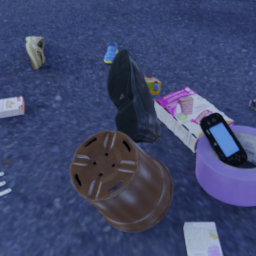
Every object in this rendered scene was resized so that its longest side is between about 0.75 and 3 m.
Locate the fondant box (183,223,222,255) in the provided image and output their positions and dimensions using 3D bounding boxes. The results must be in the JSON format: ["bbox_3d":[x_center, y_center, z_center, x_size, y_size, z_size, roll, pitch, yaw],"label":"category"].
[{"bbox_3d":[1.736,2.729,6.511,0.731,0.295,1.013,0,45,0],"label":"fondant box"}]

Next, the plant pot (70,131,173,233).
[{"bbox_3d":[-0.164,1.160,6.388,2.024,2.004,2.024,-10,58,17],"label":"plant pot"}]

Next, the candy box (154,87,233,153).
[{"bbox_3d":[2.123,-0.363,9.451,1.545,0.691,2.265,-24,49,-21],"label":"candy box"}]

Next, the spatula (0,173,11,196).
[{"bbox_3d":[-4.033,1.747,7.681,1.404,0.113,0.977,-24,48,-23],"label":"spatula"}]

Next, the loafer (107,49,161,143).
[{"bbox_3d":[0.150,-0.839,7.542,1.030,1.037,2.849,15,57,-39],"label":"loafer"}]

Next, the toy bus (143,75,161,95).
[{"bbox_3d":[0.488,-1.302,8.926,1.094,0.565,1.032,17,27,16],"label":"toy bus"}]

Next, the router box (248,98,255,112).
[{"bbox_3d":[5.180,-0.800,10.204,1.170,0.305,0.920,-19,47,-18],"label":"router box"}]

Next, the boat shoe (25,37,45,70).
[{"bbox_3d":[-4.085,-3.463,12.605,0.798,0.926,2.538,-16,38,-10],"label":"boat shoe"}]

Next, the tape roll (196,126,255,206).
[{"bbox_3d":[3.015,0.945,7.647,2.257,0.959,2.257,-4,35,3],"label":"tape roll"}]

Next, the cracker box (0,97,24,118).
[{"bbox_3d":[-4.342,-0.735,10.141,1.059,0.305,0.709,-11,45,-12],"label":"cracker box"}]

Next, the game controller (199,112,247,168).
[{"bbox_3d":[2.572,0.337,7.608,0.825,0.333,1.582,-21,75,-33],"label":"game controller"}]

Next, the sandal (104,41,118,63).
[{"bbox_3d":[-0.790,-3.461,12.798,0.563,0.616,1.415,3,45,1],"label":"sandal"}]
